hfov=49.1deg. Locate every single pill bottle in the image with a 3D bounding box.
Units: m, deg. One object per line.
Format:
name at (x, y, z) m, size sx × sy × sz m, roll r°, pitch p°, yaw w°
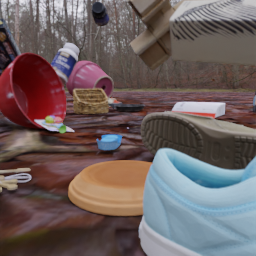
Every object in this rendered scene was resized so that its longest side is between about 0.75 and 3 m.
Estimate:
pill bottle at (-1.224, -4.952, 12.154) m, size 0.650 × 0.650 × 1.162 m, roll 0°, pitch -4°, yaw 2°
pill bottle at (-2.236, -2.281, 9.842) m, size 0.755 × 1.360 × 0.755 m, roll 19°, pitch -19°, yaw 7°

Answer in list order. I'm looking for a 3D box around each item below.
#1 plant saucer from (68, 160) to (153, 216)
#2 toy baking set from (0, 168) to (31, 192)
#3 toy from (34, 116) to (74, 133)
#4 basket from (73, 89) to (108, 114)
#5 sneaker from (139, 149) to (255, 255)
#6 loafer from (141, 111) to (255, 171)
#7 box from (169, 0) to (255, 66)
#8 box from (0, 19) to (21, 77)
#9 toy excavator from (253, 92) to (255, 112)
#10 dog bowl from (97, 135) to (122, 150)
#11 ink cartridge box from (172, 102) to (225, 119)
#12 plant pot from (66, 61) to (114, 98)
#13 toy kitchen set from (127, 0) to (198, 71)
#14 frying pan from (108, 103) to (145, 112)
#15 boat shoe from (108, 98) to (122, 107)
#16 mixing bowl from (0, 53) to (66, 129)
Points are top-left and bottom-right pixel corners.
plant saucer at (-0.041, 0.664, 3.470) m, size 1.381 × 0.258 × 1.381 m, roll 0°, pitch 8°, yaw 0°
toy baking set at (-1.726, 0.713, 3.689) m, size 0.751 × 0.114 × 0.979 m, roll 3°, pitch 9°, yaw 3°
toy at (-2.104, -0.163, 7.978) m, size 0.721 × 0.296 × 1.252 m, roll 3°, pitch 15°, yaw -39°
basket at (-1.645, -1.199, 12.490) m, size 1.475 × 1.099 × 1.053 m, roll -4°, pitch 10°, yaw -27°
sneaker at (1.076, 0.592, 1.684) m, size 2.328 × 0.954 × 0.860 m, roll 5°, pitch 11°, yaw 30°
loafer at (1.259, 0.247, 4.511) m, size 2.247 × 0.850 × 0.767 m, roll 16°, pitch 15°, yaw 29°
box at (1.758, -1.447, 4.207) m, size 2.122 × 0.725 × 0.872 m, roll 9°, pitch 46°, yaw 25°
box at (-4.163, -2.275, 8.595) m, size 1.516 × 0.439 × 1.907 m, roll -14°, pitch -33°, yaw -5°
toy excavator at (7.039, -1.166, 13.207) m, size 1.948 × 1.001 × 2.003 m, roll 7°, pitch 3°, yaw 33°
dog bowl at (-0.390, 0.301, 5.939) m, size 0.439 × 0.195 × 0.788 m, roll 2°, pitch 9°, yaw 11°
ink cartridge box at (2.733, -0.736, 11.396) m, size 1.888 × 0.663 × 2.323 m, roll 6°, pitch 7°, yaw 31°
plant pot at (-2.612, -3.222, 20.608) m, size 2.969 × 2.969 × 2.657 m, roll -9°, pitch 28°, yaw -43°
toy kitchen set at (1.403, -2.769, 7.963) m, size 2.231 × 2.735 × 2.467 m, roll 37°, pitch 23°, yaw -44°
frying pan at (-0.401, -1.005, 13.559) m, size 2.420 × 0.394 × 1.464 m, roll -1°, pitch 8°, yaw 6°
boat shoe at (-0.993, -1.514, 16.349) m, size 1.628 × 0.509 × 0.579 m, roll 10°, pitch 11°, yaw 40°
mixing bowl at (-3.058, -0.959, 8.418) m, size 1.246 × 2.301 × 2.301 m, roll -13°, pitch 4°, yaw 23°
